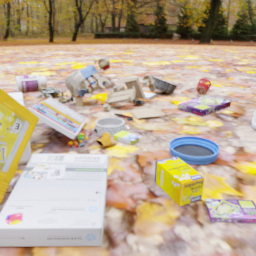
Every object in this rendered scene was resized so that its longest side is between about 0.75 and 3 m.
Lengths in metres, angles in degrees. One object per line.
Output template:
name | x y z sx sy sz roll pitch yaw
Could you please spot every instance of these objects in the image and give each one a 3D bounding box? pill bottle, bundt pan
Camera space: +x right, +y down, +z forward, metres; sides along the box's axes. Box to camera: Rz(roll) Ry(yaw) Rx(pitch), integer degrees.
pill bottle | -5.860 -2.708 16.957 1.696 0.952 0.952 -11 24 -26
bundt pan | 1.987 -2.444 16.251 1.679 0.630 1.679 20 13 -5

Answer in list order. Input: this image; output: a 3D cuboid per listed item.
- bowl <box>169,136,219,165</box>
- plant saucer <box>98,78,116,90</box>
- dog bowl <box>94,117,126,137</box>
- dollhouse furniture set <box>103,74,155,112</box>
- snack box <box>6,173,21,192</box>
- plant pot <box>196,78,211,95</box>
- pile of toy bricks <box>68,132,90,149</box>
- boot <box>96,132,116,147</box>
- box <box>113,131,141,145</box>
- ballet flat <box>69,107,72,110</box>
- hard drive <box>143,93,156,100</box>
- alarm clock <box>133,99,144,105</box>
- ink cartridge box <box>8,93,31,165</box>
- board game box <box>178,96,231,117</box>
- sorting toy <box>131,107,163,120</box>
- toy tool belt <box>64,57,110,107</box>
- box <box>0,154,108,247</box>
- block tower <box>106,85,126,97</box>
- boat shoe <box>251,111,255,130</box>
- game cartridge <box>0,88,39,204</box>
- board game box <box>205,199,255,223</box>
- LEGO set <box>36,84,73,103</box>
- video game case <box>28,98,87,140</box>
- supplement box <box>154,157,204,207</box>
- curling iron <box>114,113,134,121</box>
bowl | 2.114 0.717 9.053 1.599 0.314 1.599 0 21 0
plant saucer | -1.942 -2.976 18.404 2.262 0.414 2.262 0 20 0
dog bowl | -0.713 -0.067 10.980 1.299 0.381 1.299 1 21 0
dollhouse furniture set | 0.175 -1.394 13.914 2.059 1.179 2.414 -8 37 25
snack box | -3.847 1.419 7.368 1.837 0.223 0.660 0 21 0
plant pot | 4.328 -2.380 16.197 0.758 0.758 0.690 15 57 34
pile of toy bricks | -1.682 0.373 9.794 0.465 0.414 0.838 15 26 34
boot | -0.872 0.404 9.781 0.625 0.307 0.873 -3 27 -39
box | -0.025 0.364 10.094 0.883 0.210 0.538 16 26 35
ballet flat | -3.007 -0.742 13.010 0.849 0.197 0.286 -23 62 -34
hard drive | 0.789 -1.829 15.778 1.319 0.173 0.870 11 24 28
alarm clock | 0.513 -1.329 14.277 0.552 0.273 0.819 3 4 -4
ink cartridge box | -3.767 -0.032 9.031 0.996 1.700 2.352 -8 23 -18
board game box | 3.763 -1.114 13.745 2.417 0.390 1.451 -17 31 -37
sorting toy | 0.844 -0.636 12.717 1.187 0.217 1.099 -10 23 -12
toy tool belt | -1.786 -2.253 14.070 2.581 1.586 1.611 -29 3 -4
box | -1.536 1.493 6.455 2.066 0.545 2.650 1 25 -2
block tower | -0.650 -1.890 15.176 0.379 0.406 1.404 9 35 31
boat shoe | 5.396 -0.414 11.416 0.604 0.697 1.634 8 23 20
game cartridge | -3.229 0.284 6.356 0.387 2.104 2.386 0 62 29
board game box | 2.362 1.870 6.331 1.123 0.181 0.674 1 17 4
LEGO set | -4.037 -1.947 15.313 2.505 0.710 1.627 10 22 24
video game case | -2.536 -0.432 10.493 1.808 0.221 2.529 31 12 -7
supplement box | 1.254 1.305 7.059 0.657 0.661 1.207 -10 24 -24
curling iron | -0.219 -0.515 12.427 0.300 0.155 1.210 -20 29 -39
